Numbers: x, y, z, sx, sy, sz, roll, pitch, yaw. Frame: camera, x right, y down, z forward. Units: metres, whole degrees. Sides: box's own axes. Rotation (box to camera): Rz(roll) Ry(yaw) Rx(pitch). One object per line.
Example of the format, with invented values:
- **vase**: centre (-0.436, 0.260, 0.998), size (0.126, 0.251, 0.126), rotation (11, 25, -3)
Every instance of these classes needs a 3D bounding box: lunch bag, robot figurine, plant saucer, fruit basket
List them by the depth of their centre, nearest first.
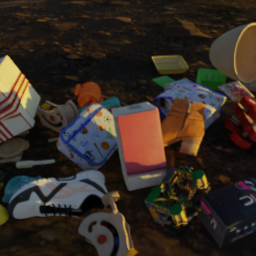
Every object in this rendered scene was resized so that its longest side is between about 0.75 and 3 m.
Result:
- **lunch bag**: centre (-1.313, 0.302, 10.156), size (1.966, 0.927, 2.453), rotation (40, 50, 1)
- **lunch bag**: centre (2.573, -0.975, 12.097), size (2.432, 1.506, 2.068), rotation (32, 46, 24)
- **robot figurine**: centre (-1.829, -1.511, 13.200), size (1.246, 1.010, 1.733), rotation (-1, 37, 1)
- **fruit basket**: centre (4.418, -2.714, 14.846), size (1.605, 1.158, 1.605), rotation (-2, 54, 3)
- **plant saucer**: centre (2.431, -3.689, 16.568), size (1.855, 0.449, 1.855), rotation (-4, 37, -6)

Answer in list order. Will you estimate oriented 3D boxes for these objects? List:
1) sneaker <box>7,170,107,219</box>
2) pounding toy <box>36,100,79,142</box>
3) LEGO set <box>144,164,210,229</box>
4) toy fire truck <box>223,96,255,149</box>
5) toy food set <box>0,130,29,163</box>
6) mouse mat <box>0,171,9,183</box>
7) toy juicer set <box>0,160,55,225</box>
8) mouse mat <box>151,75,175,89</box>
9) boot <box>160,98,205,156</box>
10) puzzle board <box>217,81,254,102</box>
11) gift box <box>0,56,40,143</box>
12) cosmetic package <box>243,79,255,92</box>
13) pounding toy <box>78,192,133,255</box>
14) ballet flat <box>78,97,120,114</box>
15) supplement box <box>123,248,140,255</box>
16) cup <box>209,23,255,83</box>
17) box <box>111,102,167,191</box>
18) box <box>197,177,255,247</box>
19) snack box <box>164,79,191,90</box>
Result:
- **sneaker**: centre (-2.001, 2.134, 8.295), size (2.977, 1.097, 1.191), rotation (-13, 41, -17)
- **pounding toy**: centre (-2.924, -0.343, 11.344), size (2.387, 1.365, 1.369), rotation (22, 42, 27)
- **LEGO set**: centre (1.482, 2.108, 8.059), size (1.511, 1.139, 1.965), rotation (0, 38, 37)
- **toy fire truck**: centre (5.178, -0.010, 11.095), size (2.114, 1.411, 2.517), rotation (23, 30, -12)
- **toy food set**: centre (-4.385, 0.812, 10.734), size (1.138, 0.331, 1.648), rotation (-8, 41, 3)
- **mouse mat**: centre (-4.957, 2.041, 8.792), size (1.691, 0.079, 2.101), rotation (2, 37, 30)
- **toy juicer set**: centre (-3.653, 1.909, 9.035), size (1.622, 0.694, 2.550), rotation (7, 40, 36)
- **mouse mat**: centre (2.056, -2.501, 15.324), size (1.081, 0.051, 1.343), rotation (-20, 40, -24)
- **boot**: centre (1.553, -0.182, 10.577), size (2.613, 2.021, 0.963), rotation (13, -3, 1)
- **puzzle board**: centre (4.392, -1.449, 11.452), size (0.925, 1.228, 0.107), rotation (-13, 52, 51)
- **gift box**: centre (-5.295, -0.985, 10.621), size (2.615, 2.834, 2.647), rotation (-29, 34, 13)
- **cosmetic package**: centre (6.936, -2.599, 14.219), size (1.328, 1.122, 2.487), rotation (14, 31, 38)
- **pounding toy**: centre (-0.666, 2.702, 7.169), size (1.266, 1.270, 2.214), rotation (-20, 44, 3)
- **ballet flat**: centre (-1.221, -0.746, 12.452), size (2.178, 0.733, 0.767), rotation (-24, 71, -28)
- **supplement box**: centre (0.243, 3.695, 5.899), size (0.972, 1.443, 1.463), rotation (-29, 46, -33)
- **cup**: centre (4.856, -3.417, 12.863), size (2.513, 2.513, 1.797), rotation (-25, 27, -29)
- **box**: centre (0.340, 0.521, 8.968), size (1.308, 2.400, 1.535), rotation (-11, 14, -6)
- **box**: centre (3.133, 2.366, 8.036), size (1.878, 0.996, 1.148), rotation (-15, 39, -18)
- **snack box**: centre (2.727, -2.049, 14.437), size (1.410, 0.374, 1.003), rotation (-19, 41, -23)
